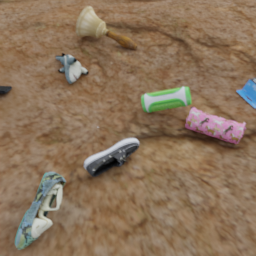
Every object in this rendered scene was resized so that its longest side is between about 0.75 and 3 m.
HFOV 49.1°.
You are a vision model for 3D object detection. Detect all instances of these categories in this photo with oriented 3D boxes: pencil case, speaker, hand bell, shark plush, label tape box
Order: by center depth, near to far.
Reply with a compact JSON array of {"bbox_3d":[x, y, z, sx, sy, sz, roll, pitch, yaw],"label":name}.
[{"bbox_3d":[2.917,-0.080,9.428,1.911,0.791,0.827,20,72,18],"label":"pencil case"},{"bbox_3d":[1.358,-0.997,9.996,1.691,0.748,0.748,-9,44,17],"label":"speaker"},{"bbox_3d":[5.269,-1.469,10.941,1.591,0.526,1.140,-16,48,-17],"label":"label tape box"},{"bbox_3d":[-2.707,-2.728,12.053,0.915,0.998,2.197,-47,62,0],"label":"shark plush"},{"bbox_3d":[-0.878,-4.565,13.646,2.967,1.545,1.545,28,51,9],"label":"hand bell"}]

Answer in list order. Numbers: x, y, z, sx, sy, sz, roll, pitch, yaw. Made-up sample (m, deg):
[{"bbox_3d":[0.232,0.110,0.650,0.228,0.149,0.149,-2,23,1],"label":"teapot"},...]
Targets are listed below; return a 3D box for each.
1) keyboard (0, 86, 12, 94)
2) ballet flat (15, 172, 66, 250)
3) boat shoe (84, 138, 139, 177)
[{"bbox_3d":[-5.737,-1.397,11.103,1.979,0.392,1.030,1,23,3],"label":"keyboard"},{"bbox_3d":[-2.141,2.101,7.044,0.748,0.748,2.015,14,72,13],"label":"ballet flat"},{"bbox_3d":[-0.392,0.927,8.423,1.861,0.651,0.617,-21,49,-22],"label":"boat shoe"}]
